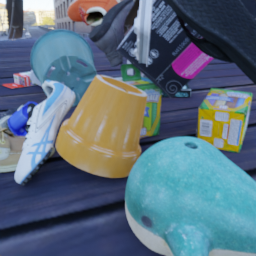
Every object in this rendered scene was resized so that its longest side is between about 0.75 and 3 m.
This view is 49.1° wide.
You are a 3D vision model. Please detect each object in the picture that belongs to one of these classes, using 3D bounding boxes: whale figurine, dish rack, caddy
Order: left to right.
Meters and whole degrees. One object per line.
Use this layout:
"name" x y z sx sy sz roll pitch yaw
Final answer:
"caddy" -2.697 -0.114 7.642 0.697 0.938 1.327 -38 15 15
"dish rack" 0.223 -1.530 3.999 0.236 1.086 0.932 4 -21 2
"whale figurine" 1.308 1.028 3.973 2.859 1.483 2.274 16 27 33

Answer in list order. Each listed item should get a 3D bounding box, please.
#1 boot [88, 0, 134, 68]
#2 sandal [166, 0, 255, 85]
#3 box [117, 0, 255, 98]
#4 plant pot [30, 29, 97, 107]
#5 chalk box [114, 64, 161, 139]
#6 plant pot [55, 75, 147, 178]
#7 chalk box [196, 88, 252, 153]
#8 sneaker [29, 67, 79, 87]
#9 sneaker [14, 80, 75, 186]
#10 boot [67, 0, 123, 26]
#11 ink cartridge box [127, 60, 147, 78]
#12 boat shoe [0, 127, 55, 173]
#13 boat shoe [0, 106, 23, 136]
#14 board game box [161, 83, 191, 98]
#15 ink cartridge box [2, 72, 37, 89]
"boot" -0.213 -2.497 7.385 1.694 1.115 0.591 -52 34 -14
"sandal" 1.311 -1.361 4.026 1.009 2.685 0.643 -50 8 -27
"box" 1.411 -2.486 6.591 1.876 2.839 1.629 41 34 -7
"plant pot" -2.435 -2.264 11.071 2.706 2.706 2.651 -7 30 -16
"chalk box" 0.120 -0.792 7.891 1.225 1.963 1.217 -12 25 -28
"plant pot" -0.424 -0.140 5.953 1.823 1.669 1.823 20 17 -6
"chalk box" 2.658 -0.335 7.609 1.142 1.147 1.844 11 32 26
"sneaker" -3.526 -2.586 13.837 2.585 0.971 1.486 -3 21 -21
"sneaker" -1.906 0.048 6.009 0.877 0.870 2.420 25 60 -16
"boot" -1.342 -3.794 9.206 2.196 0.824 1.178 4 48 34
"ink cartridge box" 0.444 -1.951 10.675 0.852 2.055 1.509 2 22 6
"boat shoe" -3.081 0.426 6.243 2.763 0.917 1.023 -7 23 -18
"boat shoe" -3.326 -0.079 7.829 0.606 0.726 1.946 -9 25 7
"board game box" 1.846 -1.936 12.919 1.834 0.382 2.712 2 22 6
"ink cartridge box" -5.090 -2.408 13.911 1.095 0.506 2.010 19 27 40
